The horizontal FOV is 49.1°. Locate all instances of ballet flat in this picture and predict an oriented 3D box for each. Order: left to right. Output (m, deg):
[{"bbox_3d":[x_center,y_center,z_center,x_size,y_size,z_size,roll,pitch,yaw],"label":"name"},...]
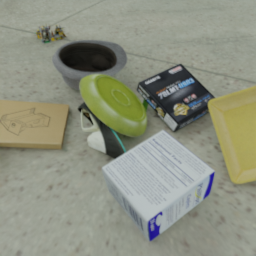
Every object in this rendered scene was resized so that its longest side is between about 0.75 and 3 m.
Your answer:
[{"bbox_3d":[-0.959,0.129,9.048,0.914,0.909,2.672,-20,53,-15],"label":"ballet flat"}]

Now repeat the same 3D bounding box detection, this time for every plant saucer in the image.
[{"bbox_3d":[-0.345,-0.907,9.479,2.774,0.431,2.774,32,30,-22],"label":"plant saucer"},{"bbox_3d":[4.007,0.081,8.206,2.651,0.642,2.652,-18,72,18],"label":"plant saucer"}]

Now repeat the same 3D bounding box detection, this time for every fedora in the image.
[{"bbox_3d":[-1.586,-2.462,11.641,2.971,1.341,2.627,-10,51,-18],"label":"fedora"}]

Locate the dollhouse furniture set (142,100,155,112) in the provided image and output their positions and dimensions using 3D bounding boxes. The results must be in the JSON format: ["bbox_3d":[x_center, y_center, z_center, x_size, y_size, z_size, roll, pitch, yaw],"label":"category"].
[{"bbox_3d":[1.098,-0.849,10.818,1.149,0.444,0.574,-1,29,-32],"label":"dollhouse furniture set"}]

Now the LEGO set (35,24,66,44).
[{"bbox_3d":[-4.339,-5.405,15.483,1.649,0.955,1.268,-13,42,-14],"label":"LEGO set"}]

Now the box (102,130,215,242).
[{"bbox_3d":[0.740,1.363,7.115,2.079,1.091,1.912,-30,47,-20],"label":"box"}]

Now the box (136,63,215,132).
[{"bbox_3d":[1.828,-1.191,10.372,2.229,0.554,2.213,-27,68,-28],"label":"box"}]

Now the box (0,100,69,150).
[{"bbox_3d":[-3.509,-0.160,9.676,2.704,0.288,2.210,4,40,-7],"label":"box"}]
